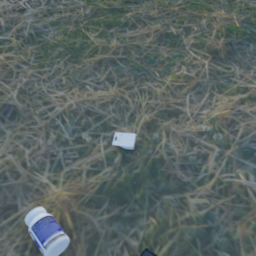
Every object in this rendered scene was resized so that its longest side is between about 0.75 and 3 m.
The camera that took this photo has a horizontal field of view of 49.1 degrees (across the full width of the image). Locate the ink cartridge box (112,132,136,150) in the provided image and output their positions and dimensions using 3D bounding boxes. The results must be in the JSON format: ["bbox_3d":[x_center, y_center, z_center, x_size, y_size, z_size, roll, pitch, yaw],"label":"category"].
[{"bbox_3d":[-0.158,0.547,11.927,0.906,0.258,0.736,2,47,12],"label":"ink cartridge box"}]

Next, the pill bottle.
[{"bbox_3d":[-2.627,3.317,8.955,0.865,0.865,1.495,-33,57,-26],"label":"pill bottle"}]

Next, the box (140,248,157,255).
[{"bbox_3d":[0.824,4.663,7.978,1.925,0.443,1.530,30,56,27],"label":"box"}]
